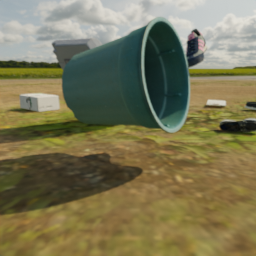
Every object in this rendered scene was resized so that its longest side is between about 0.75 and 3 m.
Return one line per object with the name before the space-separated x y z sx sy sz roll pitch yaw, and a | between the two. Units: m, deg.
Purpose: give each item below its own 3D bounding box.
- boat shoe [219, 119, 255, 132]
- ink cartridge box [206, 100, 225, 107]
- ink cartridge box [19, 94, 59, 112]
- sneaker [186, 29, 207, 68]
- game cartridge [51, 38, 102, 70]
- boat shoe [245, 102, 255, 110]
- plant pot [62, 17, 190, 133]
boat shoe | 3.146 -0.032 7.892 1.133 0.389 0.321 0 16 30
ink cartridge box | 4.146 -1.090 13.187 0.833 0.258 1.028 5 20 19
ink cartridge box | -3.890 -1.135 12.300 1.499 0.632 1.095 10 16 40
sneaker | 1.374 -1.711 5.983 0.455 0.532 1.297 -16 26 28
game cartridge | -1.020 -1.423 8.561 1.865 2.801 0.573 15 53 38
boat shoe | 6.190 -1.054 11.679 2.424 0.731 0.916 4 13 17
plant pot | -0.078 -0.822 5.221 1.886 1.926 1.926 -4 8 32
